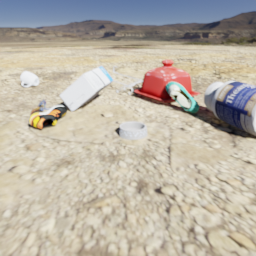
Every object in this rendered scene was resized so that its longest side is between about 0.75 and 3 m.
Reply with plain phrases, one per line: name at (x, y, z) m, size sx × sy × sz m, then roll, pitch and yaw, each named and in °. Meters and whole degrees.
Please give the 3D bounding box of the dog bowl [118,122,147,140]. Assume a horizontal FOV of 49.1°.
dog bowl at (0.168, 0.075, 10.009) m, size 1.089 × 0.319 × 1.089 m, roll -1°, pitch 21°, yaw 0°

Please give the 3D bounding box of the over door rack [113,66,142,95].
over door rack at (-0.391, -2.680, 16.242) m, size 2.340 × 0.780 × 1.729 m, roll 31°, pitch 32°, yaw 17°

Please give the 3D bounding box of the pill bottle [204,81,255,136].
pill bottle at (4.238, -0.849, 10.500) m, size 1.641 × 1.641 × 2.957 m, roll -9°, pitch 23°, yaw -22°

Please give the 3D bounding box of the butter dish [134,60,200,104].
butter dish at (1.992, -2.506, 14.398) m, size 2.668 × 1.972 × 2.660 m, roll -15°, pitch 25°, yaw -33°

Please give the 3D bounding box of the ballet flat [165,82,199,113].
ballet flat at (2.304, -1.440, 12.482) m, size 0.729 × 0.698 × 2.072 m, roll 2°, pitch 39°, yaw -51°

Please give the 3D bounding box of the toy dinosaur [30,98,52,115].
toy dinosaur at (-3.934, -1.017, 12.636) m, size 1.165 × 0.612 × 1.057 m, roll -21°, pitch 8°, yaw -19°

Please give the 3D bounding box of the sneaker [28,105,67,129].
sneaker at (-2.916, -0.340, 10.854) m, size 0.784 × 0.609 × 1.741 m, roll 29°, pitch 34°, yaw 27°

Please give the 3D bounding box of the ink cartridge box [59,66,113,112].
ink cartridge box at (-1.884, -1.861, 13.038) m, size 1.658 × 0.956 × 2.285 m, roll -35°, pitch 7°, yaw 24°

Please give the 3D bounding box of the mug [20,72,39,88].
mug at (-6.064, -2.863, 17.165) m, size 0.935 × 0.788 × 1.067 m, roll 22°, pitch 58°, yaw 19°
